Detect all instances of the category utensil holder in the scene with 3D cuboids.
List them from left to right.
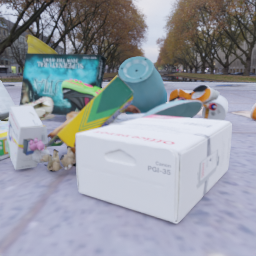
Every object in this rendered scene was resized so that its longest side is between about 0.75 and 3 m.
[{"bbox_3d":[2.676,-0.561,8.635,0.743,0.743,0.874,5,21,22],"label":"utensil holder"}]

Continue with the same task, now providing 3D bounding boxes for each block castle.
[{"bbox_3d":[1.762,-0.358,7.447,1.118,0.747,0.525,8,3,-14],"label":"block castle"}]

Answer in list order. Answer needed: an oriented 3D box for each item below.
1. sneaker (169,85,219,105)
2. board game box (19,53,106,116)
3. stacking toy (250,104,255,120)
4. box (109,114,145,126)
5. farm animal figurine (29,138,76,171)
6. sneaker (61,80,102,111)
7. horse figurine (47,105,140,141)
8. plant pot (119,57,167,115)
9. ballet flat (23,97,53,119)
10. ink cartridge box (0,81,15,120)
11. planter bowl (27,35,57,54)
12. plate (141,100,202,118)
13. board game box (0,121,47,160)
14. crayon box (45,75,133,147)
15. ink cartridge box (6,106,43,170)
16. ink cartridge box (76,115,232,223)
[{"bbox_3d":[1.949,-0.855,8.361,0.745,0.613,1.619,6,-4,-38],"label":"sneaker"},{"bbox_3d":[-2.165,-1.348,8.904,2.889,1.954,0.407,7,0,24],"label":"board game box"},{"bbox_3d":[4.411,-0.397,8.795,0.685,0.685,0.937,-8,33,-34],"label":"stacking toy"},{"bbox_3d":[0.158,-0.077,7.309,1.820,0.375,1.419,-6,14,-21],"label":"box"},{"bbox_3d":[-1.007,0.466,4.224,0.876,0.441,0.708,-5,-30,-2],"label":"farm animal figurine"},{"bbox_3d":[-0.873,-0.625,6.408,1.434,0.601,0.550,25,27,11],"label":"sneaker"},{"bbox_3d":[-0.805,-0.307,6.933,2.222,0.554,1.472,-14,9,1],"label":"horse figurine"},{"bbox_3d":[0.371,-1.371,8.982,1.611,1.611,1.513,4,-31,17],"label":"plant pot"},{"bbox_3d":[-2.099,-0.406,6.660,0.437,0.517,1.368,5,22,20],"label":"ballet flat"},{"bbox_3d":[-4.381,-1.529,7.988,0.724,2.887,2.341,-32,10,-7],"label":"ink cartridge box"},{"bbox_3d":[-3.437,-2.828,11.302,1.879,0.782,1.879,35,-4,3],"label":"planter bowl"},{"bbox_3d":[0.763,-0.209,6.014,1.706,0.218,1.706,-20,-18,-7],"label":"plate"},{"bbox_3d":[-2.982,0.301,5.287,1.644,0.419,2.446,5,12,23],"label":"board game box"},{"bbox_3d":[-0.615,-0.115,5.000,1.647,0.425,1.036,-44,-2,-1],"label":"crayon box"},{"bbox_3d":[-1.650,0.144,4.421,0.361,0.825,0.599,-4,38,-38],"label":"ink cartridge box"},{"bbox_3d":[0.445,0.371,3.926,1.456,0.823,1.988,8,14,33],"label":"ink cartridge box"}]
